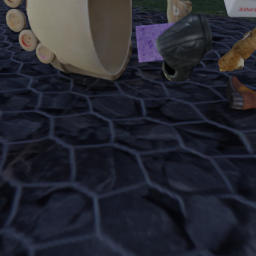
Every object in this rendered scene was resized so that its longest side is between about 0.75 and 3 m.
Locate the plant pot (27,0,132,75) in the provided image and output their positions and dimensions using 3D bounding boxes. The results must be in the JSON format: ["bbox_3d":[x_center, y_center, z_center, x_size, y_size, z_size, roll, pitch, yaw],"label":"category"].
[{"bbox_3d":[-1.012,-2.285,5.630,1.593,2.372,2.372,6,33,18],"label":"plant pot"}]

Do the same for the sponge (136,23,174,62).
[{"bbox_3d":[1.074,-2.328,7.556,1.674,0.934,0.250,-7,18,-4],"label":"sponge"}]

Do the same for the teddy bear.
[{"bbox_3d":[3.008,-2.005,7.164,0.529,1.148,1.583,47,61,-6],"label":"teddy bear"}]

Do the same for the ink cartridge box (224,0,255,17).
[{"bbox_3d":[2.571,-2.832,4.878,1.244,1.704,0.719,0,61,-1],"label":"ink cartridge box"}]

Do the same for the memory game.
[{"bbox_3d":[-1.933,-2.968,6.941,2.832,2.832,0.180,10,27,15],"label":"memory game"}]

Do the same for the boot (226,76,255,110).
[{"bbox_3d":[4.110,-1.114,8.925,1.748,0.599,1.646,4,33,5],"label":"boot"}]

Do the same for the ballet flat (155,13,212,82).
[{"bbox_3d":[0.832,-1.389,5.168,0.812,0.950,2.858,-12,1,4],"label":"ballet flat"}]

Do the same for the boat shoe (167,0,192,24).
[{"bbox_3d":[1.538,-3.566,8.291,0.595,1.843,0.657,1,22,45],"label":"boat shoe"}]

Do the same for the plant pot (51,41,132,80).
[{"bbox_3d":[-1.201,-2.941,10.256,2.294,2.644,2.644,27,40,12],"label":"plant pot"}]
